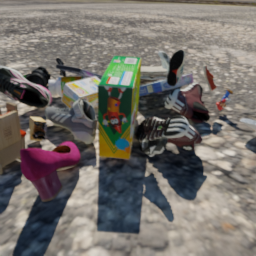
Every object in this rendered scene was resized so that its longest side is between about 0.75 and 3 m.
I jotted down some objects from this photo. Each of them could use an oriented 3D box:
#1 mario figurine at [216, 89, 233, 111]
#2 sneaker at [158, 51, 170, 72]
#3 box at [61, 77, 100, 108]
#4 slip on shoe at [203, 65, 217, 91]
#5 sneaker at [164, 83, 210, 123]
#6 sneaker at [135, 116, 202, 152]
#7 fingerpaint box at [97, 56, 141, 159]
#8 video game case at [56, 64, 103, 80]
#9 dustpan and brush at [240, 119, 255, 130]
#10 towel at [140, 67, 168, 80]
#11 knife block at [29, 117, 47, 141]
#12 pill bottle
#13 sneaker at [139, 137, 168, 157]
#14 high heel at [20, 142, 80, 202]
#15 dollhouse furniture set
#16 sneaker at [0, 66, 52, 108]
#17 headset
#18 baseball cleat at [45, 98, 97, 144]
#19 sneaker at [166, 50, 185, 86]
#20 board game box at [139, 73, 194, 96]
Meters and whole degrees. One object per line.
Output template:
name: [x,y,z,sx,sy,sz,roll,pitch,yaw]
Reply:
mario figurine: [3.407,-0.933,9.756,0.477,0.773,0.410,0,36,-45]
sneaker: [1.306,-2.337,10.020,0.338,0.432,0.869,-34,88,-39]
box: [-1.534,-1.206,10.122,0.841,0.758,1.495,42,41,22]
slip on shoe: [2.820,-1.745,9.683,0.290,0.948,0.351,-18,10,23]
sneaker: [2.368,-0.769,9.835,1.423,0.932,2.464,40,36,20]
sneaker: [1.183,0.295,7.935,1.251,0.820,2.166,31,-15,-26]
fingerpaint box: [-0.221,-0.693,8.120,0.928,2.111,2.530,5,31,5]
video game case: [-1.636,-2.173,11.462,1.538,0.204,2.152,19,6,39]
dustpan and brush: [4.321,-0.017,8.424,1.661,0.475,1.159,24,0,-34]
towel: [1.006,-2.466,12.518,2.397,0.413,1.589,7,21,27]
knife block: [-2.543,-0.095,7.986,0.353,0.968,1.103,7,51,-29]
pill bottle: [-2.399,-1.635,11.175,1.437,0.798,0.798,-3,29,-7]
sneaker: [0.558,0.427,6.714,0.484,1.070,0.356,19,67,-14]
high heel: [-1.756,0.538,6.589,0.847,1.208,2.513,-18,19,2]
dollhouse furniture set: [-4.035,0.021,7.410,2.765,1.440,2.795,16,30,25]
sneaker: [-3.795,-1.373,9.634,2.405,0.966,1.038,19,13,-17]
headset: [-3.837,-2.177,11.756,2.535,1.191,1.565,-7,29,10]
baseball cleat: [-1.692,-0.435,8.555,2.334,1.242,0.814,29,23,33]
sneaker: [1.612,-2.007,9.168,0.440,1.251,0.585,24,38,19]
board game box: [1.215,-1.602,10.775,1.831,0.399,1.840,-19,9,-26]
